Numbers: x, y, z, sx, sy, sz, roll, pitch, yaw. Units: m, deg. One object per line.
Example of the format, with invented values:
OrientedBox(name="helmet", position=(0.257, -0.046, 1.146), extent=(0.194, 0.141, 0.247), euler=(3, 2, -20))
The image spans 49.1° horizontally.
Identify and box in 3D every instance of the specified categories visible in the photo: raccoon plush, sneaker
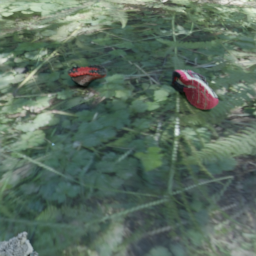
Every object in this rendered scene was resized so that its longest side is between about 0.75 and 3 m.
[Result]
OrientedBox(name="raccoon plush", position=(-2.691, 2.490, 5.521), extent=(1.984, 1.329, 0.960), euler=(10, 39, 12))
OrientedBox(name="sneaker", position=(2.731, -1.676, 11.102), extent=(0.981, 1.059, 2.627), euler=(-12, 39, -18))
OrientedBox(name="sneaker", position=(-1.643, -2.153, 11.740), extent=(1.783, 0.871, 0.630), euler=(2, 41, 22))
